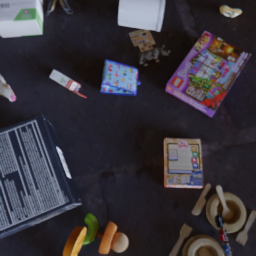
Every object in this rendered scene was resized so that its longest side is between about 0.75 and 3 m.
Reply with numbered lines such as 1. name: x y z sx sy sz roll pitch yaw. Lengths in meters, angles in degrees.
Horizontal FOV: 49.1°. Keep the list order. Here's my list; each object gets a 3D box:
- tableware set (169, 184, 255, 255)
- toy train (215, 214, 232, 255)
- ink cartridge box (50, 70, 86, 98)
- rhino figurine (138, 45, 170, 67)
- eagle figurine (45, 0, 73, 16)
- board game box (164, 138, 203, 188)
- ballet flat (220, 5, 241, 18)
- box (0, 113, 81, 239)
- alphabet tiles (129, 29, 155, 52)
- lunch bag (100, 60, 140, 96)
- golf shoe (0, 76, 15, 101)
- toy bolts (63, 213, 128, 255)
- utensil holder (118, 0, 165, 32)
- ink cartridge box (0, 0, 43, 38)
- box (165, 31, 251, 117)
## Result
1. tableware set: 2.476 2.980 7.863 1.719 0.521 2.601 30 73 10
2. toy train: 2.633 2.987 7.751 0.271 0.201 1.181 -10 83 -45
3. ink cartridge box: -1.943 -1.465 9.401 1.240 0.676 0.312 31 94 11
4. rhino figurine: 0.920 -2.605 9.952 1.218 0.364 0.533 -18 60 2
5. eagle figurine: -2.733 -4.916 10.745 0.979 0.973 1.290 -1 101 41
6. board game box: 1.687 1.080 8.659 1.127 0.344 1.487 2 70 1
7. ballet flat: 3.864 -4.343 10.589 1.033 0.354 0.326 2 89 -26
8. box: -3.045 1.397 7.768 2.633 1.636 2.655 -21 77 -8
9. alphabet tiles: 0.537 -3.274 10.441 0.777 0.035 0.930 -18 70 -7
10. lunch bag: -0.230 -1.671 9.609 1.314 0.618 0.989 8 67 -7
11. golf shoe: -4.305 -1.290 9.447 0.614 0.505 1.342 -35 65 -20
12. toy bolts: -0.877 3.415 7.156 1.319 1.816 1.901 19 84 9
13. utensil holder: 0.458 -4.136 9.813 1.501 1.276 1.276 8 70 0
14. ink cartridge box: -4.049 -4.566 10.449 1.560 0.900 2.135 -4 70 -2
15. box: 2.754 -1.907 9.659 1.820 0.520 2.660 32 73 13
